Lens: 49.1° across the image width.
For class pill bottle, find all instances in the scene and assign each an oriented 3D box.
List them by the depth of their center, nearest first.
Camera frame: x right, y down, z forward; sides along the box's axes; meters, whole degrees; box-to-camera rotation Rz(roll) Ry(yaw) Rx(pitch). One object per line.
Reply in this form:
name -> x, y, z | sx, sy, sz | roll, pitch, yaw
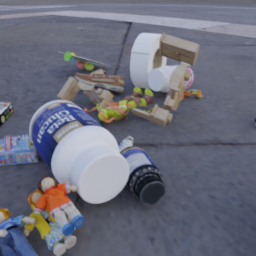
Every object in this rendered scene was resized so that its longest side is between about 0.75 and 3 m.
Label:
pill bottle -> 0.276, 1.032, 6.170 | 0.773, 0.773, 1.382 | -10, 28, -17
pill bottle -> -1.160, 0.472, 6.408 | 1.519, 1.519, 2.734 | -17, 32, -28
pill bottle -> 1.647, -1.909, 10.889 | 1.745, 0.989, 0.989 | -15, 31, -41

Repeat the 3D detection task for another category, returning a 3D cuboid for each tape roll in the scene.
tape roll -> 0.860, -2.706, 11.453 | 0.780, 2.231, 2.231 | 13, 32, 23

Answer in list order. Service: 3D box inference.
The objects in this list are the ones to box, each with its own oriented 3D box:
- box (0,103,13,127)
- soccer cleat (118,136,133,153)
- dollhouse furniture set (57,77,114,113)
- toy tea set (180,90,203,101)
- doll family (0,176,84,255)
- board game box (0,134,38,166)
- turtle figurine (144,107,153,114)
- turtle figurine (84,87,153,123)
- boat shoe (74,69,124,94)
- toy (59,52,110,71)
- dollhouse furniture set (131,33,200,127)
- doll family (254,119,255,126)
box -> -4.651, -0.204, 8.858 | 1.200, 0.379, 2.181 | 1, 29, 2
soccer cleat -> -0.113, 0.551, 7.372 | 0.349, 0.432, 1.000 | 33, 30, -5
dollhouse furniture set -> -1.384, -0.970, 9.953 | 1.990, 1.031, 0.881 | 24, 78, 35
toy tea set -> 2.294, -1.214, 10.810 | 1.195, 0.442, 0.710 | -1, -1, 5
doll family -> -1.831, 1.795, 4.902 | 2.231, 1.006, 1.385 | -31, 51, -23
board game box -> -3.138, 0.566, 7.445 | 1.292, 0.399, 1.293 | -10, 30, -19
turtle figurine -> 0.707, -0.444, 9.439 | 0.610, 0.244, 0.757 | 23, 36, 24
turtle figurine -> -0.162, -0.656, 9.066 | 2.016, 0.805, 2.500 | -28, 14, -26
boat shoe -> -1.120, -1.978, 11.330 | 2.106, 0.756, 0.798 | 15, 2, 7
toy -> -2.128, -3.111, 13.548 | 1.357, 0.556, 2.357 | 22, 8, 33
dollhouse furniture set -> 1.121, -1.339, 8.894 | 1.216, 1.424, 2.747 | 22, 72, 14
doll family -> 4.792, -0.385, 8.796 | 1.668, 0.752, 1.035 | -5, 31, -11
